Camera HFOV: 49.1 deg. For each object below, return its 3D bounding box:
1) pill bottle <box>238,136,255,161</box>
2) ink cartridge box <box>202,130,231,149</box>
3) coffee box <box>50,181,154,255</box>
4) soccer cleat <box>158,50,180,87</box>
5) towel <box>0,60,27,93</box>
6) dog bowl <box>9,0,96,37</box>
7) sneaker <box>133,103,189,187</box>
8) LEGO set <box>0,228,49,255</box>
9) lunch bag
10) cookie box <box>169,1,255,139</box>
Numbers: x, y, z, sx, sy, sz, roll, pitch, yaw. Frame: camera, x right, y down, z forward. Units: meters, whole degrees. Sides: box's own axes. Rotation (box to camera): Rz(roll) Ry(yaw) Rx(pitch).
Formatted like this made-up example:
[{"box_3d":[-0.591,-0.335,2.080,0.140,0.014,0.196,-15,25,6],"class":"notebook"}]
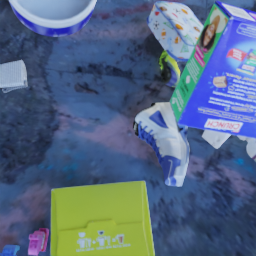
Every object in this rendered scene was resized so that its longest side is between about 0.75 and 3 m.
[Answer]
[{"box_3d":[3.859,0.561,6.921,1.331,1.331,2.370,-37,70,-17],"class":"pill bottle"},{"box_3d":[2.694,-0.227,7.496,1.370,1.003,0.567,-42,69,-19],"class":"ink cartridge box"},{"box_3d":[-0.478,2.284,5.772,1.854,1.837,1.857,-5,64,-2],"class":"coffee box"},{"box_3d":[1.333,-1.887,8.713,0.643,0.497,1.538,21,52,-27],"class":"soccer cleat"},{"box_3d":[-3.501,-1.554,8.518,0.781,0.404,0.944,-12,62,-7],"class":"towel"},{"box_3d":[-2.421,-4.465,8.975,2.832,1.115,2.832,1,85,-14],"class":"dog bowl"},{"box_3d":[0.813,0.286,7.343,1.447,1.012,2.506,3,57,5],"class":"sneaker"},{"box_3d":[-2.442,3.252,5.775,0.911,0.980,2.389,3,63,3],"class":"LEGO set"},{"box_3d":[1.726,-2.987,8.805,1.771,0.835,2.210,-10,62,-35],"class":"lunch bag"},{"box_3d":[2.179,-1.001,5.580,1.973,2.306,0.867,10,39,-13],"class":"cookie box"}]
